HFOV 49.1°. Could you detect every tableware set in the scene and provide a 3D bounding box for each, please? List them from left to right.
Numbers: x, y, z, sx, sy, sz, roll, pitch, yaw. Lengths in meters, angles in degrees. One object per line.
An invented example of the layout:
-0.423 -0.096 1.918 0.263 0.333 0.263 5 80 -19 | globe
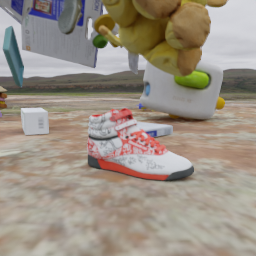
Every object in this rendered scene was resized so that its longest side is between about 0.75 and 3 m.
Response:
-0.304 -3.123 7.894 1.409 2.091 0.321 -10 57 -23 | tableware set

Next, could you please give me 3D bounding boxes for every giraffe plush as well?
0.953 -2.699 6.192 2.555 2.401 2.961 39 -13 -4 | giraffe plush

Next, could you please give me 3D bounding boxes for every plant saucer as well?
-3.332 -1.999 8.196 0.211 0.779 2.229 3 -18 -13 | plant saucer

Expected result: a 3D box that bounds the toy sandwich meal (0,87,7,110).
-5.761 -0.910 10.681 2.598 0.890 2.598 -13 11 3 | toy sandwich meal

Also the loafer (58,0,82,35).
-1.493 -3.100 7.703 0.581 1.546 0.538 -11 -33 28 | loafer

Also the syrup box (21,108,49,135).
-2.526 -0.208 7.518 0.592 0.572 1.453 -4 9 -22 | syrup box

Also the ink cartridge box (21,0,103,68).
-2.171 -3.552 9.193 2.697 2.666 0.634 13 37 -1 | ink cartridge box

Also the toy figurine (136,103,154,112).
0.858 -1.177 13.453 0.890 0.783 1.485 -3 7 16 | toy figurine

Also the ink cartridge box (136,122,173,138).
0.320 0.053 6.949 1.145 0.248 1.124 5 10 43 | ink cartridge box

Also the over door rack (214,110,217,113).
3.673 -0.875 12.773 0.555 0.250 0.751 -1 30 -1 | over door rack

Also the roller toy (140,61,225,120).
1.879 -1.363 10.131 2.703 2.070 2.963 18 12 37 | roller toy

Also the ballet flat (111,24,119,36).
-0.257 -4.020 10.401 2.311 0.786 0.790 -35 39 7 | ballet flat

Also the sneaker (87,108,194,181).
0.109 0.184 3.951 1.639 0.878 0.547 5 10 29 | sneaker

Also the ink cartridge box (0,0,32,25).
-2.859 -3.448 7.007 0.913 0.360 1.835 39 -25 -13 | ink cartridge box
